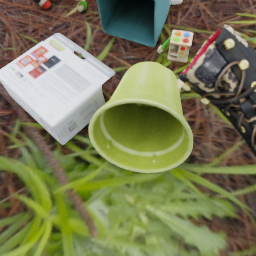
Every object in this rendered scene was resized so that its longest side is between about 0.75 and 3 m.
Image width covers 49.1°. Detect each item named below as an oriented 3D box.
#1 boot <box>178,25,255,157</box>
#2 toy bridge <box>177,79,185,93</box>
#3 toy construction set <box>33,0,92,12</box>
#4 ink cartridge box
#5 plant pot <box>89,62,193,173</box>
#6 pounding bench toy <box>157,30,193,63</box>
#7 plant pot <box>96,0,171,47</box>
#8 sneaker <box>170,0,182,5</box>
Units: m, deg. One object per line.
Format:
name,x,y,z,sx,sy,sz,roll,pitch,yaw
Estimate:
boot,1.624,-0.103,3.492,2.176,1.057,2.890,41,41,-4
toy bridge,1.994,-1.611,7.888,2.288,0.769,0.311,-36,65,-21
toy construction set,-2.207,-5.305,9.891,2.459,2.051,1.889,22,45,-10
ink cartridge box,-1.786,-1.121,7.351,2.368,0.993,2.079,39,70,22
plant pot,0.394,-0.416,6.512,2.177,2.177,2.001,8,45,5
pounding bench toy,1.396,-2.533,8.489,0.967,0.754,0.601,11,58,7
plant pot,0.459,-4.360,8.761,1.857,1.858,2.629,20,69,13
sneaker,1.518,-4.673,9.993,1.586,0.618,0.788,-38,68,-21
